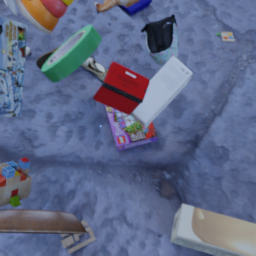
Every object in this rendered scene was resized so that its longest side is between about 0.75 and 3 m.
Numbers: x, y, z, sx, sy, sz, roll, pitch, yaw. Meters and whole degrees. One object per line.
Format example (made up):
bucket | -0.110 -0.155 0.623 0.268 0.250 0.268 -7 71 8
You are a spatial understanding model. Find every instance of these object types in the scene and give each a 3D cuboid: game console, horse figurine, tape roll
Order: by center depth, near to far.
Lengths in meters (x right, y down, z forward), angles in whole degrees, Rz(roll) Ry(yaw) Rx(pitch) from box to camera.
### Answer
game console | -0.159 -0.889 6.485 1.018 0.604 0.877 23 81 -20
tape roll | -1.588 -2.071 7.808 1.880 0.452 1.880 -31 30 20
horse figurine | -0.350 -5.195 10.988 2.214 0.553 1.467 -10 69 -23

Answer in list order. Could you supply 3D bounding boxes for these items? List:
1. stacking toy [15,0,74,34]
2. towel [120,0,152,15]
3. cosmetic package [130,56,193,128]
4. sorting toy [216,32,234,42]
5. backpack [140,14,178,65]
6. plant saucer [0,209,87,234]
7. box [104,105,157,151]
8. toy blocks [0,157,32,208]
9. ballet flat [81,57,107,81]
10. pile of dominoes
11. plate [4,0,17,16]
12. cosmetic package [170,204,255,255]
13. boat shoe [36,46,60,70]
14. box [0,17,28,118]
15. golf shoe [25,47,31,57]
stacking toy | -2.258 -4.283 8.838 2.309 1.687 1.687 -32 62 15
towel | 0.103 -6.390 13.850 1.402 0.470 1.899 -36 66 -11
cosmetic package | 0.908 -1.006 8.378 0.818 1.138 2.017 44 87 7
sorting toy | 4.413 -4.162 12.748 0.771 0.113 0.570 1 61 0
backpack | 1.153 -2.863 9.314 1.241 0.941 1.487 -15 57 24
plant saucer | -2.119 2.084 6.135 2.453 2.453 0.449 0 68 0
box | 0.036 -0.332 10.399 1.496 0.428 2.187 -14 62 -8
toy blocks | -2.426 1.091 5.637 0.637 0.871 1.274 25 19 29
ballet flat | -1.391 -2.582 11.611 1.747 0.545 0.589 38 67 19
pile of dominoes | -1.569 3.315 8.572 0.950 0.151 0.741 -21 62 -21
plate | -3.619 -4.179 8.121 0.228 1.410 1.407 -20 51 -19
cosmetic package | 2.627 3.084 7.961 2.611 1.373 0.928 14 62 6
boat shoe | -2.706 -3.044 11.815 2.326 0.837 0.791 -18 36 -4
box | -3.677 -1.616 7.570 0.543 1.864 2.723 12 100 23
golf shoe | -4.784 -3.498 12.245 1.154 0.435 0.528 32 55 9
